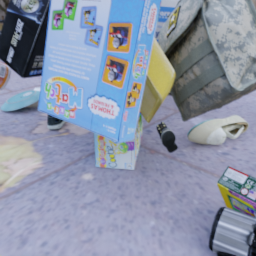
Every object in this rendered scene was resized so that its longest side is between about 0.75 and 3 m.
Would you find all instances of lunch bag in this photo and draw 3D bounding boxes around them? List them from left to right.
[{"bbox_3d":[1.677,-1.783,6.207,1.574,2.678,2.196,-19,-7,-21],"label":"lunch bag"}]

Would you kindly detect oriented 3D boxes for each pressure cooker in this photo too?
[{"bbox_3d":[1.814,1.753,4.465,0.891,0.796,0.784,14,24,29],"label":"pressure cooker"}]

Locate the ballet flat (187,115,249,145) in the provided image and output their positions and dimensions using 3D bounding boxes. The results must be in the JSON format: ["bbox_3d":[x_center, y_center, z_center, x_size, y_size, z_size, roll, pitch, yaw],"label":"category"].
[{"bbox_3d":[2.764,0.107,8.311,2.259,0.785,0.785,-16,29,-32],"label":"ballet flat"}]

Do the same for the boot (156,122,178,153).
[{"bbox_3d":[0.698,0.097,5.422,0.277,0.766,0.579,-27,53,3],"label":"boot"}]

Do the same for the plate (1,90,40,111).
[{"bbox_3d":[-4.213,-1.162,11.137,1.787,0.228,1.787,-13,27,7],"label":"plate"}]

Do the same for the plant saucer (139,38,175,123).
[{"bbox_3d":[0.176,-1.601,6.476,0.663,2.737,2.736,-29,-6,-6],"label":"plant saucer"}]

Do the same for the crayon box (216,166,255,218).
[{"bbox_3d":[2.347,1.400,4.663,1.497,1.291,0.436,25,69,43],"label":"crayon box"}]

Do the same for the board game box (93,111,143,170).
[{"bbox_3d":[-0.190,0.177,7.687,1.012,1.030,1.964,4,25,8],"label":"board game box"}]

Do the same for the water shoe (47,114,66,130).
[{"bbox_3d":[-2.400,-0.481,9.635,0.570,0.630,1.595,-2,24,-4],"label":"water shoe"}]

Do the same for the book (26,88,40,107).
[{"bbox_3d":[-3.578,-1.372,11.909,1.262,0.454,1.890,-3,24,0],"label":"book"}]

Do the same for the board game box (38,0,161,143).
[{"bbox_3d":[-0.609,-1.423,4.960,2.157,2.851,0.522,20,15,32],"label":"board game box"}]

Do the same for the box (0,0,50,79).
[{"bbox_3d":[-2.244,-2.984,8.713,1.263,2.401,2.932,40,28,13],"label":"box"}]

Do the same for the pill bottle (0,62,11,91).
[{"bbox_3d":[-4.579,-1.827,8.562,0.931,0.931,1.660,23,-1,41],"label":"pill bottle"}]

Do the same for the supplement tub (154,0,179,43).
[{"bbox_3d":[0.963,-3.005,8.503,1.927,2.921,1.927,2,39,-2],"label":"supplement tub"}]
